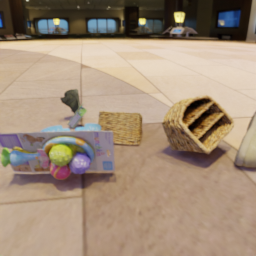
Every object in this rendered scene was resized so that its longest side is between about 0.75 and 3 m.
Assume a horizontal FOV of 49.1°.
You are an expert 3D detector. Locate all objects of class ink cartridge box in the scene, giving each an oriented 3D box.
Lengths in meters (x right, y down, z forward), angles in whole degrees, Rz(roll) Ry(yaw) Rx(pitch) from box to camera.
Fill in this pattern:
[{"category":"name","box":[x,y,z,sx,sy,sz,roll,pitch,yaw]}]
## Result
[{"category":"ink cartridge box","box":[-1.849,-0.476,10.538,0.298,1.003,0.521,38,32,-6]}]

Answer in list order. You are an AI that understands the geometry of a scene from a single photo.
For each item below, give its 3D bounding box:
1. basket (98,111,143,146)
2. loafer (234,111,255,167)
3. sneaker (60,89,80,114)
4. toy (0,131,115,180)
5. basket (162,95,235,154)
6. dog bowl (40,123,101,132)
[{"category":"basket","box":[-0.278,0.085,9.873,1.532,1.141,1.093,3,-10,7]},{"category":"loafer","box":[4.014,0.118,8.299,0.915,1.014,2.679,26,68,19]},{"category":"sneaker","box":[-2.315,-0.889,11.305,0.765,1.336,0.511,-10,-2,-18]},{"category":"toy","box":[-1.750,0.818,6.944,2.773,1.597,0.655,2,47,1]},{"category":"basket","box":[2.136,-0.234,8.485,1.865,1.331,1.390,-34,22,-34]},{"category":"dog bowl","box":[-1.544,0.278,7.674,1.706,0.423,0.951,-4,-21,-22]}]
